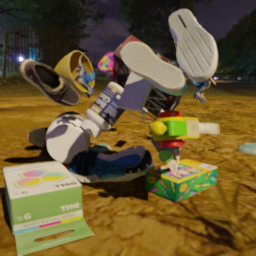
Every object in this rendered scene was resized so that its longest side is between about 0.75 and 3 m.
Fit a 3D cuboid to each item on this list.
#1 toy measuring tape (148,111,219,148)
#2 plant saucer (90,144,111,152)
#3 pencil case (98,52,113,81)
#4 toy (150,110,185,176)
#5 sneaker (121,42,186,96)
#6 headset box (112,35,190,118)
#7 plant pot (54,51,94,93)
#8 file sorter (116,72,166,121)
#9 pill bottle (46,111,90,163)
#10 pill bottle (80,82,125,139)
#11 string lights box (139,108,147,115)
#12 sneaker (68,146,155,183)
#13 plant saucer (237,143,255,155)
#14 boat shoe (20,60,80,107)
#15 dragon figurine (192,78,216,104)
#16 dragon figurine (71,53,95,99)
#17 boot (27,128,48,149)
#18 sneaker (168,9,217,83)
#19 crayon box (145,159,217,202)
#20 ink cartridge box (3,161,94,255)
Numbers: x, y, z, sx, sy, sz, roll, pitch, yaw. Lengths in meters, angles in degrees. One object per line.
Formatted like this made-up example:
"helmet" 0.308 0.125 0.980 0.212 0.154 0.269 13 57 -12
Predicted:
"toy measuring tape" 1.238 0.042 6.521 0.890 0.890 2.419 10 6 43
"plant saucer" -1.255 0.883 12.827 0.973 0.187 0.973 0 11 0
"pencil case" -0.266 -2.599 14.255 1.224 1.224 2.770 11 -18 47
"toy" 1.144 0.232 7.110 0.439 1.070 1.858 -28 16 30
"sneaker" 0.515 -1.166 5.886 1.686 0.623 0.691 44 -1 27
"headset box" 0.540 -1.541 8.824 2.485 0.960 1.849 38 -20 12
"plant pot" -2.243 -2.067 10.958 1.131 1.593 1.593 -10 5 27
"file sorter" 0.460 -0.866 6.665 0.768 1.234 0.856 28 -9 -40
"pill bottle" -2.414 0.339 11.490 1.735 1.735 2.995 -2 11 -8
"pill bottle" -0.704 -0.505 8.659 0.925 1.666 0.925 38 -7 5
"string lights box" 0.884 -1.091 11.650 0.325 1.103 0.567 40 -17 -3
"sneaker" -0.504 1.333 8.881 2.880 1.080 1.248 -5 -27 20
"plant saucer" 5.649 0.894 12.531 1.439 0.277 1.439 0 11 0
"boat shoe" -2.139 -1.222 8.177 0.680 0.755 2.098 18 -16 45
"dragon figurine" 3.039 -2.055 11.892 0.995 2.002 0.589 -25 -22 29
"dragon figurine" -1.407 -1.695 9.285 0.776 1.561 0.459 23 -39 -29
"boot" -4.090 0.465 13.522 1.735 0.972 2.508 2 -3 36
"sneaker" 1.400 -1.649 5.851 0.782 2.143 0.758 -21 -41 20
"crayon box" 1.614 1.501 8.365 1.990 0.580 1.182 -9 14 -41
"ink cartridge box" -2.046 1.661 6.700 1.541 0.880 2.968 -5 12 -26
